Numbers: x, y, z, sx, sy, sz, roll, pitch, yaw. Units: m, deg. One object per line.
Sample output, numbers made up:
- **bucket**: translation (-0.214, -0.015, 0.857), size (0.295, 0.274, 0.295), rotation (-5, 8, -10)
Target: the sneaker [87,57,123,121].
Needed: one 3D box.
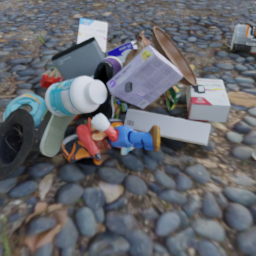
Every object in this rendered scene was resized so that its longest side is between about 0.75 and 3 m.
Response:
- **sneaker**: translation (-1.063, -1.018, 9.927), size (1.117, 2.950, 1.292), rotation (17, 24, 9)

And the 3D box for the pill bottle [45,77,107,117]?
- **pill bottle**: translation (-1.639, -0.995, 8.917), size (2.038, 1.129, 1.129), rotation (-5, 30, 40)

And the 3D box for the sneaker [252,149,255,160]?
- **sneaker**: translation (5.125, 0.821, 9.747), size (1.444, 0.664, 0.547), rotation (-3, 40, -4)

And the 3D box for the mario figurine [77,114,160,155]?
- **mario figurine**: translation (-0.306, 0.052, 8.743), size (2.613, 1.613, 1.385), rotation (3, 37, 5)

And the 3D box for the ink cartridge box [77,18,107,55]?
- **ink cartridge box**: translation (-1.581, -3.471, 11.877), size (1.178, 1.148, 1.833), rotation (7, 64, -10)

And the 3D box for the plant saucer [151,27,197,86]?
- **plant saucer**: translation (1.821, -2.848, 11.661), size (0.538, 2.942, 2.942), rotation (-36, 30, 26)

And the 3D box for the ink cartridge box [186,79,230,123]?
- **ink cartridge box**: translation (3.369, -1.249, 12.119), size (1.553, 0.882, 2.131), rotation (4, 39, 5)

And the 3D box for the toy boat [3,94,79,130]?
- **toy boat**: translation (-3.420, -0.782, 11.144), size (2.990, 1.389, 2.513), rotation (-11, 40, -13)

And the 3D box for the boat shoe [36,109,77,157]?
- **boat shoe**: translation (-2.620, -0.368, 10.233), size (0.868, 1.028, 2.883), rotation (5, 64, 37)

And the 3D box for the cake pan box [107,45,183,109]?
- **cake pan box**: translation (0.568, -1.436, 8.583), size (1.887, 1.738, 0.494), rotation (18, 42, -51)

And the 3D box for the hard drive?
- **hard drive**: translation (-1.610, -2.188, 11.398), size (1.857, 2.661, 0.438), rotation (-23, 47, 7)

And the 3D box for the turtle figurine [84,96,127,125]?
- **turtle figurine**: translation (-0.821, -0.563, 10.863), size (1.844, 1.369, 1.902), rotation (-12, 45, -10)

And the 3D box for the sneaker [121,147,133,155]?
- **sneaker**: translation (0.257, 0.559, 10.084), size (0.889, 0.542, 1.362), rotation (9, 34, 11)

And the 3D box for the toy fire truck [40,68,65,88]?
- **toy fire truck**: translation (-3.089, -2.230, 12.571), size (0.565, 2.317, 1.634), rotation (11, 47, -43)

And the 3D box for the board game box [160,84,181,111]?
- **board game box**: translation (1.150, -1.667, 9.819), size (0.234, 1.044, 1.993), rotation (-20, 66, -20)

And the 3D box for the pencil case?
- **pencil case**: translation (-0.533, -1.869, 10.790), size (2.352, 1.067, 0.978), rotation (-22, 66, 19)

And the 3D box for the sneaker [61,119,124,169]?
- **sneaker**: translation (-1.006, 0.659, 9.890), size (2.447, 0.949, 1.371), rotation (-26, 49, -14)

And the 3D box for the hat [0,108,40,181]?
- **hat**: translation (-3.651, 0.624, 9.438), size (2.423, 0.977, 2.423), rotation (-13, 66, 30)

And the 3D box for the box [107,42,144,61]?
- **box**: translation (0.265, -2.470, 12.010), size (1.151, 2.193, 2.017), rotation (-18, 12, 20)

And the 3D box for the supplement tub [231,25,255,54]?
- **supplement tub**: translation (7.450, -5.127, 16.380), size (2.531, 1.551, 1.551), rotation (11, 40, 13)

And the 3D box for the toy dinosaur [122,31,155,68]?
- **toy dinosaur**: translation (0.258, -2.409, 9.387), size (0.832, 1.314, 1.939), rotation (8, 2, -24)

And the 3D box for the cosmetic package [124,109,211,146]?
- **cosmetic package**: translation (1.440, -0.026, 10.201), size (2.945, 0.746, 1.216), rotation (12, -4, 16)
